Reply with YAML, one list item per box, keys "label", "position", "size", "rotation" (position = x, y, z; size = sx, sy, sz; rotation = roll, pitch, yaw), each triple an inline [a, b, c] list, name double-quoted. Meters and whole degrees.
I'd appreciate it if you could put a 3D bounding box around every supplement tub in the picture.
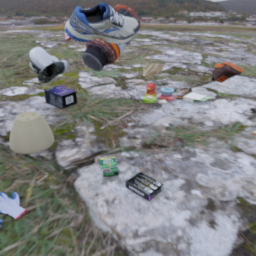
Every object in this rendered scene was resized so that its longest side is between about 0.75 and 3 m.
- label: "supplement tub"
  position: [-0.773, -3.725, 11.790]
  size: [1.516, 1.516, 2.834]
  rotation: [19, 64, 33]

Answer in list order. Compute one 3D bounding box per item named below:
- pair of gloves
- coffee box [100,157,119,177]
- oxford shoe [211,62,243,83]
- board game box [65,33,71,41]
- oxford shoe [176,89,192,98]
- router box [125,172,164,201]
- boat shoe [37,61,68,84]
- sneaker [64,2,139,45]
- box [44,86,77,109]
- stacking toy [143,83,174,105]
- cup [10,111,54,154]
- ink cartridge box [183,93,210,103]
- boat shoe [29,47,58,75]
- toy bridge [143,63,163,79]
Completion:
- label: "pair of gloves"
  position: [-3.351, 2.133, 7.009]
  size: [1.260, 0.179, 1.567]
  rotation: [16, 31, 29]
- label: "coffee box"
  position: [-0.609, 1.221, 8.833]
  size: [0.512, 0.183, 0.832]
  rotation: [-4, 27, -9]
- label: "oxford shoe"
  position: [3.347, -1.813, 9.551]
  size: [0.639, 0.651, 1.795]
  rotation: [27, 8, -4]
- label: "board game box"
  position: [-2.291, -4.060, 11.634]
  size: [0.834, 0.638, 0.168]
  rotation: [-14, -16, 35]
- label: "oxford shoe"
  position: [2.945, -1.825, 14.746]
  size: [1.095, 0.399, 0.390]
  rotation: [-20, 32, -34]
- label: "router box"
  position: [0.456, 1.639, 7.939]
  size: [0.887, 0.226, 0.661]
  rotation: [23, 34, 38]
- label: "boat shoe"
  position: [-2.970, -2.102, 10.561]
  size: [1.822, 0.625, 0.516]
  rotation: [-16, 3, 42]
- label: "sneaker"
  position: [-0.674, -3.481, 9.255]
  size: [2.689, 1.146, 1.036]
  rotation: [-15, 68, -32]
- label: "box"
  position: [-3.333, -1.529, 13.812]
  size: [1.334, 0.696, 0.987]
  rotation: [19, 33, 32]
- label: "stacking toy"
  position: [1.520, -1.789, 14.373]
  size: [1.584, 0.669, 1.434]
  rotation: [9, 27, 18]
- label: "cup"
  position: [-3.531, 0.065, 10.121]
  size: [1.569, 1.122, 1.569]
  rotation: [1, 26, 0]
- label: "ink cartridge box"
  position: [3.491, -1.476, 14.178]
  size: [1.151, 0.276, 0.838]
  rotation: [22, 34, 37]
- label: "boat shoe"
  position: [-3.801, -2.755, 12.298]
  size: [0.993, 1.051, 2.929]
  rotation: [-23, 6, 5]
- label: "toy bridge"
  position: [0.570, -1.477, 7.298]
  size: [0.165, 0.407, 1.210]
  rotation: [38, 3, -16]
